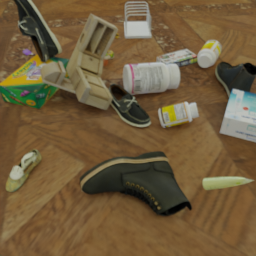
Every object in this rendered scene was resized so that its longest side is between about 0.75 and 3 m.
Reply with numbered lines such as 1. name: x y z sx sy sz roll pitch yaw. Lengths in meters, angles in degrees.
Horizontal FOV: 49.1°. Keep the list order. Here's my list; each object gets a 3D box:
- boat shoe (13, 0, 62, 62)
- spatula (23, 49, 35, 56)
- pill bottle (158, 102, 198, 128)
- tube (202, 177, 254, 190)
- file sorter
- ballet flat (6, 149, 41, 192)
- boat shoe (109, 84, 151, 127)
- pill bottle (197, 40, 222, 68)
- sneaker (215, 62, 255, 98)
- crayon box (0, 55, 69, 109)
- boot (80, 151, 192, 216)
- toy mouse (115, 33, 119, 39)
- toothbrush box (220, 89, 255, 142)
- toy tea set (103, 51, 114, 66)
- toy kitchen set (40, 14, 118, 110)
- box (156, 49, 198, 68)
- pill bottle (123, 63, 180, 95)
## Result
1. boat shoe: -3.687 -3.918 10.638 0.987 2.920 1.049 -38 33 -15
2. spatula: -4.610 -3.518 13.441 1.142 0.117 0.323 27 49 27
3. pill bottle: 1.663 -0.450 9.271 1.236 0.675 0.675 -13 39 13
4. tube: 2.185 1.209 6.211 1.056 0.274 0.306 -16 18 38
5. file sorter: 0.499 -5.909 15.306 1.415 1.269 2.039 -2 42 -1
6. ballet flat: -2.962 1.132 7.861 0.500 0.500 1.416 15 44 17
7. boat shoe: -0.011 -0.793 9.873 0.789 0.743 2.197 -24 48 -26
8. pill bottle: 3.648 -3.308 12.653 0.833 0.833 1.525 19 44 20
9. sneaker: 4.265 -2.182 10.895 0.937 1.331 2.507 3 43 -11
10. crayon box: -3.555 -1.913 11.088 1.578 0.774 2.658 12 43 13
11. boot: 0.195 1.596 7.034 2.520 0.976 1.743 -15 48 -16
12. toy mouse: -0.933 -4.881 14.940 0.866 0.188 0.974 -9 42 -11
13. toothbrush box: 3.946 -0.442 9.442 1.288 0.750 1.759 17 45 18
14. toy tea set: -1.325 -3.662 13.138 1.162 0.723 1.954 -27 48 -27
15. toy kitchen set: -1.575 -2.534 9.886 2.233 2.470 2.737 16 28 -33
16. box: 2.262 -3.147 12.874 1.690 0.293 0.930 -19 45 -21
17. pill bottle: 0.880 -1.917 10.798 2.014 1.142 1.142 -6 41 -12
